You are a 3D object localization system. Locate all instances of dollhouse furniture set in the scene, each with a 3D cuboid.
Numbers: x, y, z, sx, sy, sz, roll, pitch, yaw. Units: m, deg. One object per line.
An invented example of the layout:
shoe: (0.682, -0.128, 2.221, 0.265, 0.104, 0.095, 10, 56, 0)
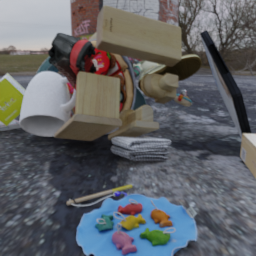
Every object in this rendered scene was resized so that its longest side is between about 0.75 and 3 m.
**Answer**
dollhouse furniture set: (-0.333, -1.216, 7.834, 2.823, 2.969, 2.419, 7, -14, -23)

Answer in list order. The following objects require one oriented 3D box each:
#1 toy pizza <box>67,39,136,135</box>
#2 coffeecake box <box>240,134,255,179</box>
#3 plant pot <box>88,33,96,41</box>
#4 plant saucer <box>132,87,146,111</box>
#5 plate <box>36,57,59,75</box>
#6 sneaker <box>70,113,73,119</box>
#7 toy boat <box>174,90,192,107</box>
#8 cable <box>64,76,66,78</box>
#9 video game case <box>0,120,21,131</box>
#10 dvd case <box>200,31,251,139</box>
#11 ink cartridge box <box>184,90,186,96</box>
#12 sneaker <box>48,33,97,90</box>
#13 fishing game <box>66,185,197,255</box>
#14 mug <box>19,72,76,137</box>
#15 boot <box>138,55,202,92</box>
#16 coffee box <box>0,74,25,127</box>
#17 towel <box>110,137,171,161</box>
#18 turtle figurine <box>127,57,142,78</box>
toy pizza: (-1.047, -1.241, 8.726, 2.981, 2.981, 0.472, 10, 14, 35)
coffeecake box: (3.594, 0.626, 6.199, 1.786, 0.652, 1.371, 2, 14, 8)
plant pot: (-0.955, -3.056, 10.812, 1.677, 1.570, 1.570, -32, 19, -5)
plant saucer: (-0.267, -1.049, 10.428, 2.087, 2.087, 0.286, 6, 47, 23)
plate: (-2.885, -2.281, 10.675, 0.203, 1.592, 1.592, 42, 19, 2)
sneaker: (-2.154, -0.404, 10.241, 0.614, 0.663, 1.645, 40, 13, -34)
toy boat: (1.715, -0.935, 8.784, 0.636, 0.351, 0.756, 28, 1, 18)
cable: (-1.571, -1.741, 10.250, 0.667, 2.627, 2.143, -26, 29, -33)
video game case: (-5.033, -0.055, 10.039, 2.040, 0.178, 1.459, -12, 19, -43)
dvd case: (2.763, -1.155, 7.930, 0.263, 2.136, 2.994, -21, 44, 16)
ink cartridge box: (3.459, -2.007, 17.339, 0.251, 0.543, 0.997, 2, 14, 7)
sneaker: (-1.415, -1.634, 7.093, 1.099, 0.795, 2.250, 28, -15, 2)
fishing game: (0.138, 1.325, 3.991, 1.741, 0.378, 2.431, -9, 16, -22)
mug: (-2.279, -0.864, 8.566, 1.957, 1.716, 1.445, -17, -30, 27)
boot: (1.346, -2.222, 9.926, 2.230, 0.804, 1.724, -22, 33, 14)
coffee box: (-4.030, -0.951, 9.319, 1.160, 1.162, 1.149, -43, 25, -2)
towel: (0.304, 0.507, 6.896, 1.216, 0.520, 1.007, 2, 2, -27)
turtle figurine: (-0.405, -1.727, 9.269, 1.940, 2.592, 1.305, 7, 15, -17)
